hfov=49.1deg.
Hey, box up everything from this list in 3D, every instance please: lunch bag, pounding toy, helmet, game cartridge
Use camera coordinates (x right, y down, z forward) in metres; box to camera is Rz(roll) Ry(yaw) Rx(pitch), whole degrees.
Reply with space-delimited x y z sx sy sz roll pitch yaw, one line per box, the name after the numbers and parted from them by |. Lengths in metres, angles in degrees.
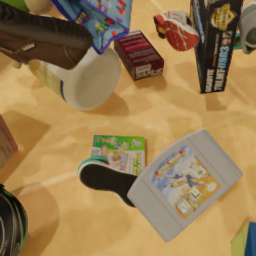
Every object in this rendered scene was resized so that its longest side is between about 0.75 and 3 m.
-0.985 -2.976 6.024 1.026 2.181 1.642 -27 44 35 | lunch bag
-3.355 -3.079 6.656 2.830 1.313 2.184 40 103 21 | pounding toy
-2.849 2.084 5.445 1.777 1.777 1.694 -36 85 -25 | helmet
0.693 0.675 3.576 1.336 0.278 0.890 -40 92 -6 | game cartridge

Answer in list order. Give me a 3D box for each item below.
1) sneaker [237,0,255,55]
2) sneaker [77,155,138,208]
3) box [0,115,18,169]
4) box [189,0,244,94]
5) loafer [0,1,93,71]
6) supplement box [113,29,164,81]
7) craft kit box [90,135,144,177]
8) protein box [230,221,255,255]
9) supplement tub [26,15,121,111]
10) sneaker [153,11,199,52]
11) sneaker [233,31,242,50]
2.996 -2.065 5.092 0.866 2.309 1.333 13 69 -21 | sneaker
-0.255 0.849 4.545 1.321 0.797 0.552 29 88 -21 | sneaker
-4.282 0.754 6.349 1.603 1.881 2.942 21 54 16 | box
1.914 -2.746 6.527 0.707 2.823 2.844 -5 62 10 | box
-1.978 -1.516 4.883 2.655 0.942 0.969 10 38 -19 | loafer
0.319 -2.592 9.812 1.094 0.612 2.010 -17 53 -14 | supplement box
-0.283 0.841 7.303 1.403 0.345 1.421 3 52 -1 | craft kit box
3.027 2.934 5.010 1.897 1.280 1.883 7 52 6 | protein box
-1.817 -2.039 8.460 2.803 2.024 2.024 38 61 25 | supplement tub
1.239 -2.467 6.747 0.783 0.742 1.907 -24 39 0 | sneaker
3.376 -2.357 7.453 1.600 0.620 0.637 -9 15 18 | sneaker
